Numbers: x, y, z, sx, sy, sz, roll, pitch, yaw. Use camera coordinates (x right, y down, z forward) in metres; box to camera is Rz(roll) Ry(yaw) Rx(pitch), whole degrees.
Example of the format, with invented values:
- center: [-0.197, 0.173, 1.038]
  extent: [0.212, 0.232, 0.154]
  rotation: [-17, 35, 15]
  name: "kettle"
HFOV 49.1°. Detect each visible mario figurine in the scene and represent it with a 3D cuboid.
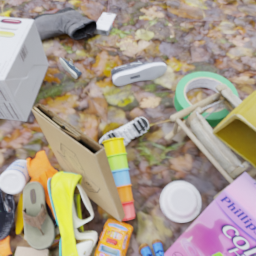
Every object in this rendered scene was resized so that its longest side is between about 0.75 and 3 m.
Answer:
- center: [0.820, 3.807, 7.113]
  extent: [1.036, 0.889, 1.678]
  rotation: [-42, 45, 23]
  name: "mario figurine"

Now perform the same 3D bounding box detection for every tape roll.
- center: [2.836, -1.076, 10.281]
  extent: [2.241, 0.539, 2.241]
  rotation: [0, 56, 0]
  name: "tape roll"

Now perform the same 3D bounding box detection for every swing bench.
- center: [2.955, 0.287, 8.373]
  extent: [2.621, 1.700, 2.607]
  rotation: [-33, 69, -13]
  name: "swing bench"

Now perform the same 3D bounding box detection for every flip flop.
- center: [-2.363, 2.186, 7.159]
  extent: [0.748, 0.531, 1.844]
  rotation: [-15, 60, -8]
  name: "flip flop"

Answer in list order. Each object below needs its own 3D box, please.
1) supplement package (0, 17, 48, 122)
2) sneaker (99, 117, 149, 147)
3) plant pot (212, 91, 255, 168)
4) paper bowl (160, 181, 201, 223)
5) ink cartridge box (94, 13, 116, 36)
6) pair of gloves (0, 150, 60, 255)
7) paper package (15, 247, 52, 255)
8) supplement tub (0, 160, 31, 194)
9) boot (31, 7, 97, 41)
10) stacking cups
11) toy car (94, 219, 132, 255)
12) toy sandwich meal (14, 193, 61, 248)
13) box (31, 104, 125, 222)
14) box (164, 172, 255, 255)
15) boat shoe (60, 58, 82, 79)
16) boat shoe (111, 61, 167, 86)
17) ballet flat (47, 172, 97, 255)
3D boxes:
- center: [-4.215, -2.081, 9.907]
  extent: [1.593, 2.238, 2.874]
  rotation: [6, 57, 4]
  name: "supplement package"
- center: [-0.130, 0.221, 9.414]
  extent: [1.767, 0.716, 0.664]
  rotation: [-27, 96, 2]
  name: "sneaker"
- center: [3.718, -0.199, 6.397]
  extent: [2.228, 2.213, 2.279]
  rotation: [41, 85, 10]
  name: "plant pot"
- center: [1.500, 2.097, 7.994]
  extent: [1.160, 0.603, 1.160]
  rotation: [0, 69, 1]
  name: "paper bowl"
- center: [-1.036, -4.779, 12.866]
  extent: [0.672, 0.310, 1.233]
  rotation: [13, 57, 11]
  name: "ink cartridge box"
- center: [-2.962, 2.113, 7.772]
  extent: [2.717, 0.336, 2.421]
  rotation: [-29, 61, -7]
  name: "pair of gloves"
- center: [-2.505, 3.619, 7.198]
  extent: [0.902, 0.490, 0.947]
  rotation: [4, 57, 3]
  name: "paper package"
- center: [-3.252, 1.417, 8.213]
  extent: [0.717, 1.087, 0.717]
  rotation: [-1, 101, -6]
  name: "supplement tub"
- center: [-2.877, -4.256, 12.004]
  extent: [2.814, 0.982, 1.853]
  rotation: [-38, 57, -21]
  name: "boot"
- center: [-0.189, 1.457, 8.117]
  extent: [0.703, 0.703, 2.324]
  rotation: [-12, 78, -8]
  name: "stacking cups"
- center: [-1.107, 2.585, 7.605]
  extent: [2.795, 0.930, 1.371]
  rotation: [31, 62, 17]
  name: "toy car"
- center: [-2.405, 2.417, 7.889]
  extent: [1.872, 0.641, 1.872]
  rotation: [0, 57, 0]
  name: "toy sandwich meal"
- center: [-1.206, 0.974, 7.199]
  extent: [2.418, 2.958, 0.315]
  rotation: [30, 58, 34]
  name: "box"
- center: [2.539, 2.837, 6.267]
  extent: [1.283, 2.654, 2.334]
  rotation: [-14, 52, -48]
  name: "box"
- center: [-2.311, -2.452, 11.250]
  extent: [0.360, 0.436, 1.165]
  rotation: [-38, 66, -21]
  name: "boat shoe"
- center: [0.402, -2.267, 10.978]
  extent: [2.181, 0.782, 0.739]
  rotation: [-15, 59, -2]
  name: "boat shoe"
- center: [-1.288, 2.498, 6.958]
  extent: [0.965, 0.962, 2.879]
  rotation: [-10, 90, 5]
  name: "ballet flat"
